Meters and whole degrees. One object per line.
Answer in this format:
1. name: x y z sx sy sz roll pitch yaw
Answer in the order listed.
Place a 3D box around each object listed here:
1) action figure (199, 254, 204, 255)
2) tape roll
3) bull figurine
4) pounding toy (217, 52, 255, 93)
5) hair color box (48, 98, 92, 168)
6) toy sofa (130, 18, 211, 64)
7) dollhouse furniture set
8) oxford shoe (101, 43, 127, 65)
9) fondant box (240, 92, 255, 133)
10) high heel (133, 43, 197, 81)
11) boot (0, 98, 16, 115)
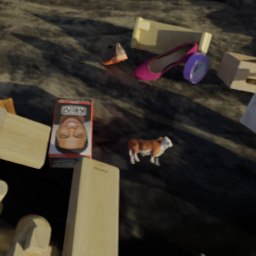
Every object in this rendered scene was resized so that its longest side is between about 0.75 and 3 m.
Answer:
1. action figure: 1.229 3.066 5.314 1.801 0.625 1.172 2 41 -3
2. tape roll: 2.315 -2.024 9.502 0.969 0.969 0.318 -33 51 -26
3. bull figurine: 0.557 0.583 7.346 1.188 0.387 0.721 1 65 20
4. pounding toy: 4.138 -1.509 8.830 1.909 0.994 2.173 10 27 -7
5. hair color box: -1.570 0.089 7.935 1.088 0.656 2.143 2 47 -9
6. toy sofa: 1.641 -3.344 10.818 2.820 1.168 1.376 19 21 17
7. dollhouse furniture set: -2.099 1.761 6.400 2.946 2.400 2.802 22 47 -26
8. oxford shoe: -0.563 -2.674 10.136 0.613 0.627 1.719 -20 14 -24
9. fondant box: 4.168 -0.065 7.276 0.634 1.571 2.178 -43 67 -13
10. high heel: 1.246 -2.358 9.707 2.304 1.108 0.777 -26 80 -3
11. boot: -3.616 -0.302 7.969 0.892 0.947 0.324 -21 30 -17
